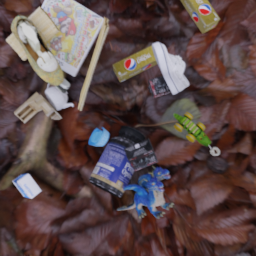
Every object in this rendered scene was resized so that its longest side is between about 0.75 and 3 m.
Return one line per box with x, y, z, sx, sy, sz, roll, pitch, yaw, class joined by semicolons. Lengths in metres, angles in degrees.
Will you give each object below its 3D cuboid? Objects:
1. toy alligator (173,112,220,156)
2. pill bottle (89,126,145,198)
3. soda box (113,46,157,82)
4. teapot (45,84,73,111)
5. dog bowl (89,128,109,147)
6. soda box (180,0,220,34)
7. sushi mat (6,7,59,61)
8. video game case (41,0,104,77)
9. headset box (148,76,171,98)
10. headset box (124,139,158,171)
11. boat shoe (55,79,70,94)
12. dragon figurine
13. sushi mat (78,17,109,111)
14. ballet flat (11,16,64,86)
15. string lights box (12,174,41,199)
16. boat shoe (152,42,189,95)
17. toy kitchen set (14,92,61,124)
1.857;0.134;7.513;1.628;0.391;0.540;40;84;8;toy alligator
-0.276;1.016;8.762;1.140;1.140;2.038;26;73;5;pill bottle
0.311;-2.232;9.725;1.636;0.524;0.554;-27;82;-5;soda box
-2.329;-1.058;9.365;0.629;0.861;0.850;-36;39;-17;teapot
-0.930;0.326;8.996;0.264;1.066;0.594;29;74;-21;dog bowl
2.529;-4.334;10.096;0.586;0.554;1.729;-29;80;-6;soda box
-2.759;-2.655;8.040;1.640;0.099;0.785;-28;114;28;sushi mat
-1.995;-2.910;8.660;1.825;0.230;2.006;29;99;-8;video game case
1.101;-1.431;9.683;0.822;0.317;0.612;-18;80;-2;headset box
0.366;0.760;7.490;0.710;0.954;0.368;-22;57;2;headset box
-2.259;-1.497;8.550;1.117;0.395;0.355;46;123;14;boat shoe
0.408;1.814;7.976;0.782;2.657;1.321;-30;96;-34;dragon figurine
-1.014;-1.832;8.095;0.157;1.242;2.597;16;120;-13;sushi mat
-2.424;-2.075;7.587;0.726;0.726;2.055;-34;102;-6;ballet flat
-2.885;1.647;7.914;0.345;1.172;0.602;-39;100;-30;string lights box
1.343;-1.867;8.498;0.739;2.260;0.832;-24;62;12;boat shoe
-2.938;-0.380;9.220;1.056;1.171;0.955;-44;124;-7;toy kitchen set
